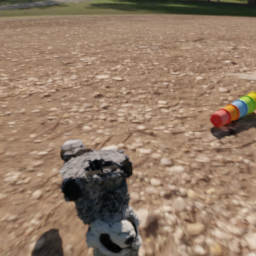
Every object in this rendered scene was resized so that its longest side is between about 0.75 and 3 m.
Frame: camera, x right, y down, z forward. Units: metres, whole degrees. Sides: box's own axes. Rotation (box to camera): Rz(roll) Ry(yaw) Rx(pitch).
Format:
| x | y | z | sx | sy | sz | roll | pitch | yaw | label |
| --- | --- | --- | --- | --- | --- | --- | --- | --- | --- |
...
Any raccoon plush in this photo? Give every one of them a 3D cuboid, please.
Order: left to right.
| x | y | z | sx | sy | sz | roll | pitch | yaw | label |
| --- | --- | --- | --- | --- | --- | --- | --- | --- | --- |
| -0.499 | 1.307 | 5.442 | 1.276 | 1.767 | 2.638 | -14 | 17 | -8 | raccoon plush |

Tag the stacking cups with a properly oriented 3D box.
| x | y | z | sx | sy | sz | roll | pitch | yaw | label |
| --- | --- | --- | --- | --- | --- | --- | --- | --- | --- |
| 3.840 | -0.593 | 9.999 | 2.380 | 0.720 | 0.720 | -25 | 36 | -29 | stacking cups |
